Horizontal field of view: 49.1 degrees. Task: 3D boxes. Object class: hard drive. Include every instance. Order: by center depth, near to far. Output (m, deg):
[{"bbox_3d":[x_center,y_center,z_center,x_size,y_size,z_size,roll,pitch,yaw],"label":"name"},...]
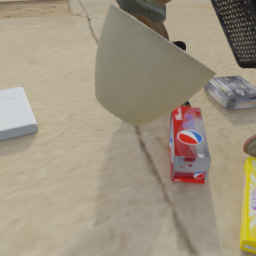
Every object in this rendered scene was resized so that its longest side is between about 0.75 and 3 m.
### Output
[{"bbox_3d":[-3.961,-0.452,8.653,1.803,0.365,2.733,-14,35,-21],"label":"hard drive"}]

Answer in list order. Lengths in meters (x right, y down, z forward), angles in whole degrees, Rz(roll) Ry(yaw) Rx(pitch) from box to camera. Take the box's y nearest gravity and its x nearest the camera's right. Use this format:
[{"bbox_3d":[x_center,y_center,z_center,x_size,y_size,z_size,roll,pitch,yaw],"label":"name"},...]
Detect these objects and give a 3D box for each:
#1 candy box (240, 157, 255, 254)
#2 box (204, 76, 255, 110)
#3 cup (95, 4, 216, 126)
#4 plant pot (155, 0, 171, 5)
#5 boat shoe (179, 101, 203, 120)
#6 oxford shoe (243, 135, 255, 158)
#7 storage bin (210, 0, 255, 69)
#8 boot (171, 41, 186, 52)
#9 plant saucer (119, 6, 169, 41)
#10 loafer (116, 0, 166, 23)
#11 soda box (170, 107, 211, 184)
[{"bbox_3d":[2.968,1.520,5.599,1.269,0.328,2.483,9,34,19],"label":"candy box"},{"bbox_3d":[3.717,-1.284,9.889,1.407,0.429,1.777,-7,33,-11],"label":"box"},{"bbox_3d":[0.235,-0.934,4.971,2.088,1.493,2.088,30,20,-12],"label":"cup"},{"bbox_3d":[0.714,-3.251,6.295,0.893,0.779,0.893,-27,39,24],"label":"plant pot"},{"bbox_3d":[1.823,-0.578,8.662,0.439,0.563,1.240,-21,38,-29],"label":"boat shoe"},{"bbox_3d":[3.986,0.563,6.654,2.333,0.822,0.873,0,35,0],"label":"oxford shoe"},{"bbox_3d":[3.540,-3.091,7.233,1.879,2.779,1.303,-38,22,-11],"label":"storage bin"},{"bbox_3d":[1.503,-4.019,14.194,2.104,0.765,2.235,-28,34,-25],"label":"boot"},{"bbox_3d":[0.498,-3.682,10.068,0.363,2.465,2.465,-42,43,-6],"label":"plant saucer"},{"bbox_3d":[0.348,-3.240,7.277,1.471,0.553,0.512,25,65,-7],"label":"loafer"},{"bbox_3d":[1.481,0.316,7.080,0.830,0.751,2.370,4,32,6],"label":"soda box"}]
